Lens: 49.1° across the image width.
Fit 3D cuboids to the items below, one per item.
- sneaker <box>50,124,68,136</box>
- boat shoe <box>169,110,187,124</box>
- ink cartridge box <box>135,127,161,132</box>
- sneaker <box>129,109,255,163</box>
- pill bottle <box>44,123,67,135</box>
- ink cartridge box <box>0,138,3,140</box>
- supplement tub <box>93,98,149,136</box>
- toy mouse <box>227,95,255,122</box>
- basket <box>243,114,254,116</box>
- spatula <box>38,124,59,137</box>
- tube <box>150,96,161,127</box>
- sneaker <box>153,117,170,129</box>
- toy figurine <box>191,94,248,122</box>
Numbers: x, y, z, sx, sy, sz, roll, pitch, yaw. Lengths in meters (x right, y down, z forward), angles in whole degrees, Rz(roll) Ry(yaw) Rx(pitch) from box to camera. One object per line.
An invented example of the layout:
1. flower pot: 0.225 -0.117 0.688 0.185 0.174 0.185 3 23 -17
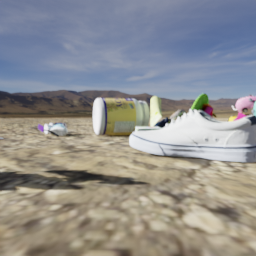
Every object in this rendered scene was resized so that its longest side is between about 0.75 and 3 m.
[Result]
1. sneaker: -2.615 0.016 10.832 1.119 0.414 0.459 3 48 47
2. boat shoe: 2.223 -0.010 10.349 0.837 0.793 2.210 -44 -28 20
3. ink cartridge box: 0.635 0.191 9.156 0.774 0.442 1.490 0 3 -1
4. sneaker: 1.303 0.101 5.873 2.738 0.969 1.000 2 3 27
5. pill bottle: -3.006 0.036 11.571 0.835 0.483 0.483 -3 5 -41
6. ink cartridge box: -5.756 0.271 8.741 2.691 0.768 2.188 22 5 6
7. supplement tub: -0.304 -0.438 11.105 2.004 1.457 1.457 -1 3 -17
8. toy mouse: 3.901 -0.663 8.905 1.837 0.400 2.068 -43 15 20
9. basket: 4.242 0.169 9.684 1.375 1.025 0.982 -2 -29 -31
10. spatula: -3.002 0.126 10.539 0.939 0.265 0.096 22 34 7
11. tube: 1.020 -0.627 10.304 0.409 0.458 1.577 -5 35 9
12. sneaker: 1.306 0.025 11.145 0.638 0.574 1.552 -25 2 24
13. toy figurine: 2.581 0.064 7.512 1.601 1.306 1.739 22 -26 30
